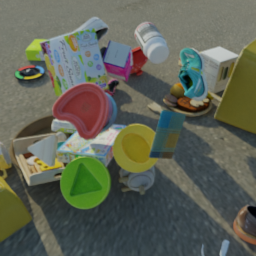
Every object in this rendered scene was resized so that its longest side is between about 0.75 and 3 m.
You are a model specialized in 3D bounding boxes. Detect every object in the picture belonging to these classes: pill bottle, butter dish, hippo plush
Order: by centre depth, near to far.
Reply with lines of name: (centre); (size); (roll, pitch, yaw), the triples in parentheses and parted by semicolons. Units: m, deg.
hippo plush: (1.745, 3.266, 5.029); (1.435, 1.422, 1.785); (30, 53, -10)
pill bottle: (0.858, -3.042, 10.067); (0.869, 0.869, 1.526); (-11, 51, -13)
butter dish: (0.278, -2.874, 12.571); (1.471, 1.091, 1.475); (-36, 8, -41)

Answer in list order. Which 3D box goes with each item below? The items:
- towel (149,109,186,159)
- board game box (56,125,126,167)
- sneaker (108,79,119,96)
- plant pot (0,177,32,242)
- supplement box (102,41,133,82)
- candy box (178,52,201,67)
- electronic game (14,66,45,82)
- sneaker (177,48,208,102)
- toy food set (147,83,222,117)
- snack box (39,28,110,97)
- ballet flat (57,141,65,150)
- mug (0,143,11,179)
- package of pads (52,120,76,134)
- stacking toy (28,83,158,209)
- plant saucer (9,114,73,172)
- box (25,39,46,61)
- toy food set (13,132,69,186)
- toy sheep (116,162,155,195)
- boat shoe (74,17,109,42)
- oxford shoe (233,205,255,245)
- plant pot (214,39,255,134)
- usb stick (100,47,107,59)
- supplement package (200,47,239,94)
towel: (0.810, 0.150, 5.829); (0.753, 1.027, 0.111); (9, 11, -43)
board game box: (-0.905, 0.389, 7.578); (1.286, 0.327, 1.913); (5, 24, 14)
sneaker: (-0.727, -1.550, 11.428); (0.580, 0.481, 1.217); (42, 53, 13)
plant pot: (-3.199, 1.798, 6.566); (1.213, 1.241, 1.205); (-31, 48, -34)
supplement box: (-0.323, -2.240, 9.600); (0.773, 1.495, 0.757); (18, 84, 4)
candy box: (3.239, -3.187, 13.384); (1.434, 0.397, 0.828); (-20, 43, -23)
electronic game: (-4.423, -2.468, 12.595); (1.328, 0.276, 1.328); (0, 39, 0)
sneaker: (1.797, -1.613, 8.090); (0.723, 0.704, 1.816); (9, 59, -28)
toy food set: (2.282, -1.121, 10.712); (2.724, 0.547, 1.881); (-27, 46, -29)
snack box: (-1.941, -2.142, 9.759); (0.792, 2.127, 2.991); (-27, 23, -31)
ballet flat: (-1.598, 0.602, 7.866); (1.183, 0.411, 0.411); (1, 29, -46)
mug: (-3.889, 0.973, 8.006); (0.803, 0.783, 0.978); (-21, 36, -12)
package of pads: (-1.934, -0.078, 8.974); (0.835, 0.369, 1.081); (8, 6, -3)
stacking toy: (-0.785, 0.473, 6.956); (2.496, 1.165, 2.758); (-46, 75, 2)
plant saucer: (-2.117, 0.533, 8.780); (2.972, 0.438, 2.972); (-1, 39, 0)
box: (-3.746, -3.943, 14.174); (2.408, 0.574, 1.468); (3, 39, 3)
toy food set: (-2.064, 0.698, 7.618); (1.663, 0.700, 2.318); (-9, 22, -28)
toy sheep: (0.231, 1.223, 7.515); (1.032, 1.032, 1.496); (-5, 39, -6)
boat shoe: (-1.877, -3.442, 11.519); (2.618, 0.942, 0.860); (-43, 62, -13)
oxford shoe: (3.686, 2.309, 6.211); (2.416, 0.881, 0.861); (9, 40, 11)
plant pot: (5.121, -1.287, 9.362); (2.841, 2.759, 2.778); (32, 48, 23)
usb stick: (-1.254, -2.588, 11.040); (0.264, 0.448, 1.617); (36, 56, -19)
supplement package: (3.640, -2.386, 11.569); (1.087, 1.432, 1.079); (-21, 44, -24)
